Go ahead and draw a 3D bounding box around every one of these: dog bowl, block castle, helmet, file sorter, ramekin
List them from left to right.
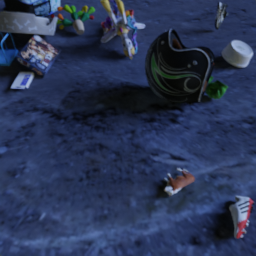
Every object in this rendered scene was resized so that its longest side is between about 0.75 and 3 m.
[{"bbox_3d":[-5.909,-3.447,12.066,1.724,1.057,1.196,2,45,2],"label":"file sorter"},{"bbox_3d":[-4.697,-4.765,12.861,2.830,0.830,2.830,4,17,-1],"label":"dog bowl"},{"bbox_3d":[-0.490,-5.405,14.078,1.196,0.840,1.790,9,46,20],"label":"block castle"},{"bbox_3d":[1.691,-2.088,9.706,2.274,2.385,2.385,19,48,16],"label":"helmet"},{"bbox_3d":[4.683,-3.184,11.916,1.245,0.580,1.245,9,52,-11],"label":"ramekin"}]

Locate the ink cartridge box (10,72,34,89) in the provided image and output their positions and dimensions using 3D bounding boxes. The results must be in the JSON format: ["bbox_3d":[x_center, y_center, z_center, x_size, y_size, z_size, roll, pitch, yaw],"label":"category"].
[{"bbox_3d":[-4.149,-1.812,11.007,0.545,0.213,1.151,3,42,2],"label":"ink cartridge box"}]

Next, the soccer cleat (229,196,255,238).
[{"bbox_3d":[2.699,2.154,6.855,0.523,0.421,1.228,16,43,28],"label":"soccer cleat"}]

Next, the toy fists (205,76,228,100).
[{"bbox_3d":[3.010,-1.562,10.402,0.454,0.672,1.319,10,28,-50],"label":"toy fists"}]

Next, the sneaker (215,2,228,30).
[{"bbox_3d":[4.663,-5.543,13.923,0.583,1.289,0.429,1,32,3],"label":"sneaker"}]

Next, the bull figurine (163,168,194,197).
[{"bbox_3d":[1.313,1.460,7.593,0.969,0.316,0.588,-20,48,-19],"label":"bull figurine"}]

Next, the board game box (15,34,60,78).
[{"bbox_3d":[-3.722,-3.024,11.688,1.251,0.319,1.846,32,42,-20],"label":"board game box"}]

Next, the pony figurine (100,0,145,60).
[{"bbox_3d":[-0.399,-4.592,12.432,2.225,2.672,2.580,-20,34,6],"label":"pony figurine"}]

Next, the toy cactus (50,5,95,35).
[{"bbox_3d":[-2.687,-5.410,14.211,2.228,1.139,1.838,-14,64,-15],"label":"toy cactus"}]

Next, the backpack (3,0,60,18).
[{"bbox_3d":[-5.073,-7.065,15.105,2.457,1.973,2.685,27,46,20],"label":"backpack"}]
